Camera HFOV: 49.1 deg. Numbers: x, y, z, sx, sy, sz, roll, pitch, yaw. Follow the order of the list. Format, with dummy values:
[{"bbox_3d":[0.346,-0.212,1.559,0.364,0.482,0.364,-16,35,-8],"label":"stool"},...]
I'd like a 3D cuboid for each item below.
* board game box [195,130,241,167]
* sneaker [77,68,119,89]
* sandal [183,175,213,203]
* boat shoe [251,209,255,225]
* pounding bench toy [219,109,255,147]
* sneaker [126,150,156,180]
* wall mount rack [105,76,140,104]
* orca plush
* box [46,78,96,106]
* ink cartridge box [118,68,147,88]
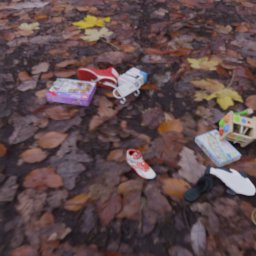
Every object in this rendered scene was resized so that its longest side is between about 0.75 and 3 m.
[{"bbox_3d":[3.372,0.754,10.612,0.984,0.250,1.463,-18,47,-17],"label":"board game box"},{"bbox_3d":[-1.401,-2.566,13.783,2.033,0.797,1.174,21,39,4],"label":"sneaker"},{"bbox_3d":[2.395,1.971,9.306,1.356,0.325,0.510,-33,53,-31],"label":"sandal"},{"bbox_3d":[4.680,2.377,8.637,2.044,0.690,0.736,-20,48,-19],"label":"boat shoe"},{"bbox_3d":[4.054,-0.191,10.536,1.110,0.884,1.423,15,64,-3],"label":"pounding bench toy"},{"bbox_3d":[0.431,1.262,9.782,1.273,0.682,0.425,33,53,29],"label":"sneaker"},{"bbox_3d":[-0.244,-1.844,12.793,1.512,0.564,1.314,-32,81,-28],"label":"wall mount rack"},{"bbox_3d":[3.439,1.769,9.527,1.687,0.600,0.888,12,89,16],"label":"orca plush"},{"bbox_3d":[-2.608,-1.678,12.995,1.962,0.384,1.342,8,45,8],"label":"box"},{"bbox_3d":[0.209,-2.327,13.576,0.861,0.502,1.191,30,52,27],"label":"ink cartridge box"}]
